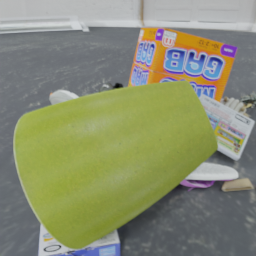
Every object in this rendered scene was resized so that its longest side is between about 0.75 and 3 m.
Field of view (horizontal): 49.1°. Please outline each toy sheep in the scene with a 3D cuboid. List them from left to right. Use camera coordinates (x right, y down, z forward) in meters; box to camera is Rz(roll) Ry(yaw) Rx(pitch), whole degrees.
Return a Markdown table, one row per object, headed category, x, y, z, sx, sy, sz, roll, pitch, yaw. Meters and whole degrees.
| category | x | y | z | sx | sy | sz | roll | pitch | yaw |
| --- | --- | --- | --- | --- | --- | --- | --- | --- | --- |
| toy sheep | 4.015 | -0.686 | 11.121 | 1.706 | 1.176 | 1.176 | 40 | 42 | 20 |

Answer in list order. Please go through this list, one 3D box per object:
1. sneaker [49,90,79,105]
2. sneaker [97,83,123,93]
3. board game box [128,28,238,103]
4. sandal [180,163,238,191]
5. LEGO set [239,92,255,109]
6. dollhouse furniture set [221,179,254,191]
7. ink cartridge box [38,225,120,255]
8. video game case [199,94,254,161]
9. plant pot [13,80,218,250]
| category | x | y | z | sx | sy | sz | roll | pitch | yaw |
| --- | --- | --- | --- | --- | --- | --- | --- | --- | --- |
| sneaker | -1.697 | -0.116 | 9.018 | 2.491 | 0.943 | 1.146 | 46 | 44 | -6 |
| sneaker | -1.102 | -1.388 | 12.481 | 0.863 | 1.176 | 2.598 | 22 | 35 | 37 |
| board game box | 1.882 | -2.163 | 11.099 | 2.882 | 2.880 | 2.879 | 9 | 17 | -16 |
| sandal | 1.600 | 1.380 | 7.734 | 2.668 | 0.656 | 1.086 | -2 | 10 | 16 |
| LEGO set | 5.406 | -1.263 | 12.419 | 1.249 | 0.545 | 1.923 | -15 | 7 | 13 |
| dollhouse furniture set | 3.238 | 1.863 | 7.305 | 1.346 | 1.067 | 0.955 | -12 | 63 | 27 |
| ink cartridge box | -1.032 | 2.202 | 5.803 | 1.506 | 0.843 | 2.208 | -6 | 26 | -11 |
| video game case | 2.913 | -0.089 | 9.059 | 1.968 | 0.217 | 1.792 | 31 | 54 | 12 |
| plant pot | 0.004 | 0.329 | 4.829 | 2.705 | 2.531 | 2.531 | -24 | 27 | 7 |
